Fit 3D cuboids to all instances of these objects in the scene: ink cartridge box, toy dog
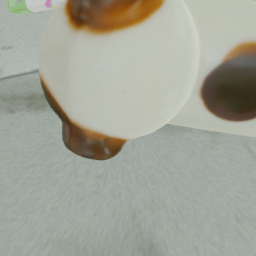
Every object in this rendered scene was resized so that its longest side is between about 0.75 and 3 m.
[{"bbox_3d":[-1.901,-3.771,7.027,2.326,1.362,0.783,-10,15,1],"label":"ink cartridge box"},{"bbox_3d":[0.494,-0.514,2.591,2.563,1.788,2.485,-5,44,-30],"label":"toy dog"}]
